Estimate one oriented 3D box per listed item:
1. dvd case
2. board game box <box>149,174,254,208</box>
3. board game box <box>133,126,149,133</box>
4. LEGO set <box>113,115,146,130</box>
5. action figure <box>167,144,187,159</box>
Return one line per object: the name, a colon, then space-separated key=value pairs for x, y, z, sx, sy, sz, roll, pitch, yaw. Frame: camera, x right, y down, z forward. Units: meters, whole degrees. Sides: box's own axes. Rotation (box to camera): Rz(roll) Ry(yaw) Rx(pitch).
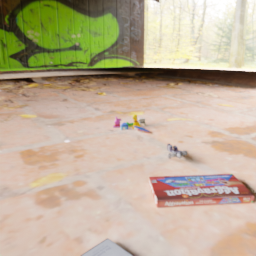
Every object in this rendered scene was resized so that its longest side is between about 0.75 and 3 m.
dvd case: x=-0.255 y=2.853 z=5.195 sx=1.887 sy=0.166 sz=1.346 roll=17 pitch=24 yaw=42
board game box: x=2.075 y=1.822 z=8.337 sx=2.733 sy=0.266 sz=1.407 roll=-2 pitch=18 yaw=-5
board game box: x=0.640 y=0.119 z=13.835 sx=0.655 sy=0.162 sz=0.830 roll=7 pitch=14 yaw=-44
LEGO set: x=0.150 y=-0.349 z=14.456 sx=1.785 sy=0.733 sz=0.681 roll=-4 pitch=19 yaw=-12
action figure: x=1.837 y=0.948 z=10.644 sx=0.762 sy=0.406 sz=1.171 roll=0 pitch=13 yaw=-6
